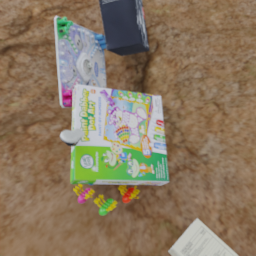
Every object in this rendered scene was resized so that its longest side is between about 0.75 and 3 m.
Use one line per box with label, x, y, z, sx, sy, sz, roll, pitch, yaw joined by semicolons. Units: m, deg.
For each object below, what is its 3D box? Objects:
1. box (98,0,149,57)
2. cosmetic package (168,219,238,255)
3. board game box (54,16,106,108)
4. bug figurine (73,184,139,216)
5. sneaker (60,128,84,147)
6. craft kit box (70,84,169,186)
box;-0.100;-4.279;11.265;1.359;2.611;2.377;-7;98;13
cosmetic package;2.523;4.066;8.220;1.273;1.074;2.463;-40;69;-19
board game box;-1.481;-2.203;10.171;0.379;2.927;2.926;-2;93;26
bug figurine;-0.764;2.098;9.124;2.112;0.543;1.638;20;32;29
sneaker;-1.489;0.297;7.218;0.406;1.035;0.411;46;106;8
craft kit box;-0.265;0.247;8.710;2.935;0.721;2.972;4;68;-18
